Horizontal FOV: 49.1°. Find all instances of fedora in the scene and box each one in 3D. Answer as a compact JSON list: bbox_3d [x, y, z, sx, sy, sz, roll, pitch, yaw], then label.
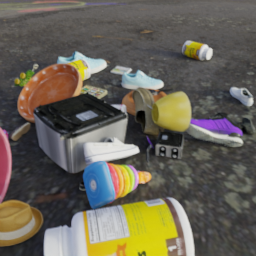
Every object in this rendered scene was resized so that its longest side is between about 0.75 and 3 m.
[{"bbox_3d":[-2.860,2.205,6.863,1.454,0.593,1.454,4,25,-2],"label":"fedora"}]

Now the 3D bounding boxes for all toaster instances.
[{"bbox_3d":[-1.675,0.051,9.284,2.628,1.559,2.376,-23,38,-38],"label":"toaster"},{"bbox_3d":[1.419,0.562,9.579,0.898,0.589,0.993,7,34,11],"label":"toaster"}]

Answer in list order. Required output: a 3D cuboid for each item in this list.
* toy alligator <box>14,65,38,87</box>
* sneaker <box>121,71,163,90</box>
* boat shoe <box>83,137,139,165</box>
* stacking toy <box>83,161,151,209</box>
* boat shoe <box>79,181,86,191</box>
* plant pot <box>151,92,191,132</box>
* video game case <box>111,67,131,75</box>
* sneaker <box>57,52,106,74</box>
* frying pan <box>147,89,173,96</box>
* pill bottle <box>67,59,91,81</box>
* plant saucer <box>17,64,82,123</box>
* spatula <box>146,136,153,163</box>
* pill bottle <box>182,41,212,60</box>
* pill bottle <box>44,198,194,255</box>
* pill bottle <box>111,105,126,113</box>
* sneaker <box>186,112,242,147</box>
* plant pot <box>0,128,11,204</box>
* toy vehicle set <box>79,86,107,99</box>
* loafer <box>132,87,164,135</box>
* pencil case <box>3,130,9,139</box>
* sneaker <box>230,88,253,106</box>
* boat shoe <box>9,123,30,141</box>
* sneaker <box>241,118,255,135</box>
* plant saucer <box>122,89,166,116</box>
[{"bbox_3d":[-3.010,-1.495,8.308,0.234,0.976,0.323,58,17,23],"label":"toy alligator"},{"bbox_3d":[0.696,-2.361,13.766,2.064,0.846,0.763,2,35,3],"label":"sneaker"},{"bbox_3d":[-0.458,0.620,8.520,0.775,0.688,2.106,-20,-10,36],"label":"boat shoe"},{"bbox_3d":[-0.131,1.453,7.851,2.045,1.187,1.122,-1,66,-39],"label":"stacking toy"},{"bbox_3d":[-1.051,1.630,8.267,0.785,0.265,0.282,-9,33,-16],"label":"boat shoe"},{"bbox_3d":[1.384,-0.518,9.645,0.992,1.397,1.397,-5,34,-15],"label":"plant pot"},{"bbox_3d":[-0.395,-3.204,15.722,0.900,0.103,0.819,15,36,20],"label":"video game case"},{"bbox_3d":[-2.523,-3.607,15.394,2.754,1.128,1.018,-14,37,-20],"label":"sneaker"},{"bbox_3d":[1.025,-1.573,12.361,1.702,0.277,1.029,-8,21,-14],"label":"frying pan"},{"bbox_3d":[-2.930,-2.718,14.095,1.077,1.077,1.972,27,42,34],"label":"pill bottle"},{"bbox_3d":[-3.212,-1.436,11.629,2.952,0.476,2.952,-12,55,17],"label":"plant saucer"},{"bbox_3d":[0.703,0.750,9.440,0.145,0.399,1.411,-24,23,22],"label":"spatula"},{"bbox_3d":[4.266,-4.734,17.278,1.698,0.928,0.928,28,42,36],"label":"pill bottle"},{"bbox_3d":[-0.213,2.445,5.858,2.844,1.554,1.554,-7,34,-10],"label":"pill bottle"},{"bbox_3d":[-0.717,-0.567,11.036,1.207,0.684,0.684,2,33,12],"label":"pill bottle"},{"bbox_3d":[2.993,-0.095,9.812,2.134,0.742,1.061,17,71,-8],"label":"sneaker"},{"bbox_3d":[-4.751,1.038,6.906,2.454,2.742,2.742,5,34,9],"label":"plant pot"},{"bbox_3d":[-1.720,-1.691,13.377,1.203,0.159,0.748,18,37,25],"label":"toy vehicle set"},{"bbox_3d":[0.617,-0.687,10.789,0.799,0.901,2.370,-8,48,-23],"label":"loafer"},{"bbox_3d":[-4.954,0.266,10.102,1.203,0.532,0.532,4,34,8],"label":"pencil case"},{"bbox_3d":[5.239,-1.578,12.860,0.551,0.534,1.508,-9,35,-14],"label":"sneaker"},{"bbox_3d":[-4.069,0.104,10.501,0.317,0.352,0.978,17,43,16],"label":"boat shoe"},{"bbox_3d":[4.473,-0.104,10.789,0.544,0.363,0.949,6,39,-3],"label":"sneaker"},{"bbox_3d":[0.830,-1.201,12.412,2.227,0.417,2.227,0,33,0],"label":"plant saucer"}]
